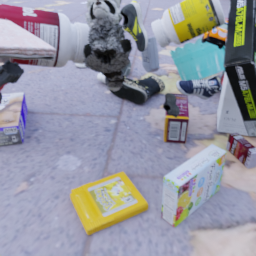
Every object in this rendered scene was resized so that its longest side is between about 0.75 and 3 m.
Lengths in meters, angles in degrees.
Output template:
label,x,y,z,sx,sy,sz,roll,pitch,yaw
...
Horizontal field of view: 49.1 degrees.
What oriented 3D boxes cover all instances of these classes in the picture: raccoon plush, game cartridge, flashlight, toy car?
label,x,y,z,sx,sy,sz,roll,pitch,yaw
raccoon plush,-0.745,-2.570,8.517,1.372,2.836,1.900,-1,70,-11
game cartridge,0.675,-2.316,8.947,0.331,1.062,1.595,-14,17,-4
flashlight,-3.648,-1.176,8.008,1.995,0.678,0.675,-29,29,36
game cartridge,-0.511,1.758,6.848,1.560,0.253,1.375,-15,35,-24
toy car,1.958,-3.055,8.284,2.432,0.809,1.193,23,12,15

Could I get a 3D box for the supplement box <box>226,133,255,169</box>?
label,x,y,z,sx,sy,sz,roll,pitch,yaw
supplement box,3.373,0.655,8.275,0.317,0.567,1.042,-10,33,-16

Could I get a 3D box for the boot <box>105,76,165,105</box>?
label,x,y,z,sx,sy,sz,roll,pitch,yaw
boot,0.296,-1.839,11.978,2.264,0.817,1.710,31,41,30

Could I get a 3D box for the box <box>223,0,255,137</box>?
label,x,y,z,sx,sy,sz,roll,pitch,yaw
box,2.867,-1.514,6.484,0.624,2.626,2.536,-3,55,33

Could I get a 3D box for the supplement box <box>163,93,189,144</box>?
label,x,y,z,sx,sy,sz,roll,pitch,yaw
supplement box,1.622,-0.364,9.489,0.748,0.964,1.748,5,34,7

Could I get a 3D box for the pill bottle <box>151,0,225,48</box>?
label,x,y,z,sx,sy,sz,roll,pitch,yaw
pill bottle,1.235,-2.239,5.868,1.388,0.781,0.781,-21,26,22

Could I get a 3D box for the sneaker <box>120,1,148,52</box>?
label,x,y,z,sx,sy,sz,roll,pitch,yaw
sneaker,0.118,-2.611,7.386,0.549,1.297,0.483,-27,28,-19

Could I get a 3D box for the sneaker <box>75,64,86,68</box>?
label,x,y,z,sx,sy,sz,roll,pitch,yaw
sneaker,-1.731,-3.889,15.056,2.365,0.946,0.872,-20,36,-30

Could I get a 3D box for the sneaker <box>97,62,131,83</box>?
label,x,y,z,sx,sy,sz,roll,pitch,yaw
sneaker,-0.630,-2.758,13.421,0.905,0.794,2.258,16,36,28

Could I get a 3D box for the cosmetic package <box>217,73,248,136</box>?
label,x,y,z,sx,sy,sz,roll,pitch,yaw
cosmetic package,4.369,-1.073,9.175,2.449,2.457,1.510,8,31,13

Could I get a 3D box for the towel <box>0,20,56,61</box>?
label,x,y,z,sx,sy,sz,roll,pitch,yaw
towel,-2.952,-2.002,6.107,1.984,0.335,2.077,33,26,22

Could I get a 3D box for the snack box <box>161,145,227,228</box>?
label,x,y,z,sx,sy,sz,roll,pitch,yaw
snack box,1.553,1.321,6.573,1.788,1.272,0.474,-25,40,-35

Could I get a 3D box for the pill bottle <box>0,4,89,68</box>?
label,x,y,z,sx,sy,sz,roll,pitch,yaw
pill bottle,-2.722,-2.691,8.445,2.923,1.651,1.651,0,30,-24

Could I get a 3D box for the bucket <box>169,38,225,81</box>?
label,x,y,z,sx,sy,sz,roll,pitch,yaw
bucket,3.186,-3.076,12.380,2.475,1.610,2.475,-20,10,4

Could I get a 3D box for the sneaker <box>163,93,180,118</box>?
label,x,y,z,sx,sy,sz,roll,pitch,yaw
sneaker,1.027,-0.603,7.002,0.357,0.299,0.787,8,43,-22

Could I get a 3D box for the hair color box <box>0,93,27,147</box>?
label,x,y,z,sx,sy,sz,roll,pitch,yaw
hair color box,-4.286,-0.345,9.650,1.343,0.796,2.456,-7,35,-12

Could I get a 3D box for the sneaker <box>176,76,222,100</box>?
label,x,y,z,sx,sy,sz,roll,pitch,yaw
sneaker,1.976,-1.160,7.624,1.297,0.704,0.455,10,65,-31

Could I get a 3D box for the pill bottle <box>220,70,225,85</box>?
label,x,y,z,sx,sy,sz,roll,pitch,yaw
pill bottle,4.445,-1.826,11.673,1.083,1.083,1.930,4,34,6
